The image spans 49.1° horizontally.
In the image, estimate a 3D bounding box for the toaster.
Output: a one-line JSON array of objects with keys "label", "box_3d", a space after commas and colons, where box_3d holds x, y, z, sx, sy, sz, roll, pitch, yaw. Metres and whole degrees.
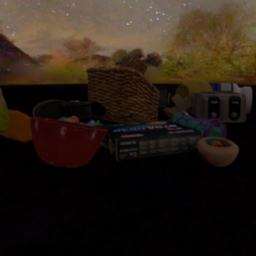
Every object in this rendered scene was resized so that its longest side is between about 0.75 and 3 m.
[{"label": "toaster", "box_3d": [3.413, -0.807, 10.732, 1.659, 1.088, 1.834, 0, 11, -1]}]

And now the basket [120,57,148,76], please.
[{"label": "basket", "box_3d": [-0.048, -2.267, 12.060, 1.032, 1.446, 1.078, 29, -9, -30]}]

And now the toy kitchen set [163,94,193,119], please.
[{"label": "toy kitchen set", "box_3d": [1.886, -0.965, 11.283, 0.933, 0.761, 0.842, -39, 16, -5]}]

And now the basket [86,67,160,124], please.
[{"label": "basket", "box_3d": [-0.127, -1.336, 10.958, 1.955, 2.041, 2.739, -10, 13, -43]}]

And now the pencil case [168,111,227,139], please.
[{"label": "pencil case", "box_3d": [1.803, 0.006, 7.436, 0.711, 0.772, 1.671, -6, 13, -24]}]

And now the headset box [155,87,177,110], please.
[{"label": "headset box", "box_3d": [1.206, -1.406, 13.420, 2.720, 1.051, 2.025, 5, 5, 28]}]

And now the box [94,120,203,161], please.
[{"label": "box", "box_3d": [0.416, 0.236, 6.925, 2.186, 0.503, 1.737, -4, 12, -21]}]

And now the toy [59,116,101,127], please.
[{"label": "toy", "box_3d": [-1.801, -0.151, 9.131, 1.807, 0.427, 1.040, 2, 11, 10]}]

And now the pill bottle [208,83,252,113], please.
[{"label": "pill bottle", "box_3d": [4.074, -1.272, 12.309, 2.375, 1.374, 1.374, 4, 12, 15]}]

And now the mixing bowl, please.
[{"label": "mixing bowl", "box_3d": [-1.199, 0.303, 5.434, 1.503, 0.814, 1.503, 10, 0, 0]}]

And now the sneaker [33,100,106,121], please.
[{"label": "sneaker", "box_3d": [-2.007, -0.631, 9.805, 2.381, 0.891, 1.265, -7, 1, -39]}]

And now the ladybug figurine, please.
[{"label": "ladybug figurine", "box_3d": [1.842, 0.491, 5.832, 0.788, 0.417, 1.160, 0, 13, 4]}]

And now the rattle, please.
[{"label": "rattle", "box_3d": [-4.041, 0.032, 7.011, 2.709, 1.764, 1.935, -26, 0, 2]}]

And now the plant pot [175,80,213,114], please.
[{"label": "plant pot", "box_3d": [2.653, -1.373, 11.938, 1.086, 1.529, 1.529, 7, 5, -39]}]
